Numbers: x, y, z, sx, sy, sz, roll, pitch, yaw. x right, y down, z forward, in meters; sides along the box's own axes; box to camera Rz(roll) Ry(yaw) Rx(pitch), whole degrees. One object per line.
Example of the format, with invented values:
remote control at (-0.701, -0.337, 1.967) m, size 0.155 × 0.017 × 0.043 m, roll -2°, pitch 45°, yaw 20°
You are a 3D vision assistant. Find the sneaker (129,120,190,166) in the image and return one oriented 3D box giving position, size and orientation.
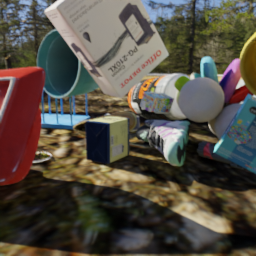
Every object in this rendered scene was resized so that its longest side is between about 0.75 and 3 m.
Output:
sneaker at (0.704, 0.303, 7.120) m, size 1.557 × 0.865 × 2.226 m, roll 6°, pitch 12°, yaw 15°

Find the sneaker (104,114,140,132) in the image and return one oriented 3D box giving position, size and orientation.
sneaker at (-0.428, -0.251, 10.102) m, size 1.605 × 0.648 × 0.927 m, roll -5°, pitch 16°, yaw -13°

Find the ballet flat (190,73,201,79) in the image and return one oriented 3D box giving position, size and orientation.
ballet flat at (4.149, -1.888, 14.881) m, size 2.917 × 1.047 × 1.047 m, roll 24°, pitch 1°, yaw -28°

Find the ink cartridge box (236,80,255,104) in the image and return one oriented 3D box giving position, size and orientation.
ink cartridge box at (4.488, -0.857, 10.268) m, size 2.372 × 0.985 × 1.739 m, roll 8°, pitch 53°, yaw 27°

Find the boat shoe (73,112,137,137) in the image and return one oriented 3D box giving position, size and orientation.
boat shoe at (-0.752, -0.057, 8.568) m, size 2.060 × 0.738 × 0.784 m, roll -14°, pitch -10°, yaw 26°

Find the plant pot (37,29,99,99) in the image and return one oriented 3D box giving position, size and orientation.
plant pot at (-1.624, -2.066, 9.502) m, size 2.114 × 2.114 × 1.986 m, roll 10°, pitch 11°, yaw 37°

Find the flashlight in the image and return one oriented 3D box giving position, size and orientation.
flashlight at (2.335, 0.642, 6.909) m, size 0.425 × 0.424 × 1.251 m, roll -17°, pitch 20°, yaw -40°

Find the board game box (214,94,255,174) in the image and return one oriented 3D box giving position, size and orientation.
board game box at (2.457, 0.155, 5.466) m, size 0.996 × 1.320 × 0.310 m, roll 28°, pitch 29°, yaw 9°

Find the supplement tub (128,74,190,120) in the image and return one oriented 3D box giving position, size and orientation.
supplement tub at (1.266, -1.197, 11.279) m, size 1.709 × 1.709 × 2.790 m, roll -8°, pitch 7°, yaw -31°

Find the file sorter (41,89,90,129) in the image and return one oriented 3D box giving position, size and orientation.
file sorter at (-2.964, -0.899, 11.004) m, size 2.437 × 1.495 × 1.691 m, roll 4°, pitch 15°, yaw 13°

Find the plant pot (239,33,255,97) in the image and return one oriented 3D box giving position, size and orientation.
plant pot at (4.023, -1.800, 6.679) m, size 2.041 × 2.041 × 1.920 m, roll 12°, pitch 42°, yaw 41°

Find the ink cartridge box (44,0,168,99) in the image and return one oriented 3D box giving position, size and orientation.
ink cartridge box at (-0.474, -2.578, 7.749) m, size 2.084 × 2.879 × 1.214 m, roll -44°, pitch 32°, yaw -12°

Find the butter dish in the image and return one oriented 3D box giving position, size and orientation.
butter dish at (-2.860, 0.253, 5.836) m, size 2.617 × 1.940 × 2.624 m, roll -3°, pitch 56°, yaw 9°

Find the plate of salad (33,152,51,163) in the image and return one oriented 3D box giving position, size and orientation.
plate of salad at (-2.350, 0.711, 7.113) m, size 0.784 × 0.188 × 0.784 m, roll 0°, pitch 14°, yaw 0°

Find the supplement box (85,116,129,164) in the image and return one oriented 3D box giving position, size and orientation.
supplement box at (-0.500, 0.272, 7.109) m, size 0.675 × 1.005 × 1.004 m, roll 7°, pitch 12°, yaw 31°

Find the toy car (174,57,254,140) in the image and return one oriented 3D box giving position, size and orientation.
toy car at (2.776, -0.878, 8.022) m, size 2.844 × 2.132 × 2.489 m, roll 36°, pitch 12°, yaw 2°

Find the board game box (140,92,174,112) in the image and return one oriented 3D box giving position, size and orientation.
board game box at (0.807, -0.709, 7.793) m, size 0.832 × 0.428 × 0.436 m, roll -2°, pitch 27°, yaw -42°
